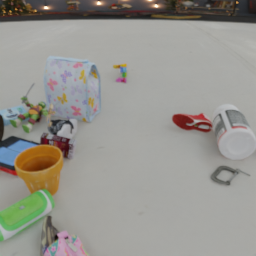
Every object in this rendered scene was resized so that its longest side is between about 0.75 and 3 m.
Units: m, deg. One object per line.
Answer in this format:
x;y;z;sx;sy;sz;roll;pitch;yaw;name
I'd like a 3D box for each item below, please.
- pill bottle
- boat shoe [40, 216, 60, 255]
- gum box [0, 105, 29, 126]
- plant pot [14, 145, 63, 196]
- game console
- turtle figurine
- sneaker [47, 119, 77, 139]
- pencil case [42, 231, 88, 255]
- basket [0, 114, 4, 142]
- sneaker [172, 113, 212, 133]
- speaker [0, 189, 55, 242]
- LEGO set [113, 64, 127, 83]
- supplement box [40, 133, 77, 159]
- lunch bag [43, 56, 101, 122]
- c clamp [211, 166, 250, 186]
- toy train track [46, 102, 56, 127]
4.214;0.070;11.425;1.377;1.377;2.418;4;31;6;pill bottle
-2.092;2.941;7.538;0.471;0.478;1.284;6;33;-16;boat shoe
-5.678;-0.586;13.590;1.414;0.315;1.201;-18;35;-28;gum box
-2.784;1.500;9.052;1.452;1.329;1.452;-1;30;0;plant pot
-4.386;0.990;10.899;2.223;0.345;1.966;13;33;20;game console
-4.366;-0.862;12.716;1.991;1.433;1.931;-26;27;46;turtle figurine
-2.922;0.136;11.856;1.148;0.761;2.017;0;17;7;sneaker
-1.091;3.399;6.206;0.993;0.993;2.271;-18;36;-27;pencil case
-6.457;0.008;11.470;2.260;1.537;2.038;2;16;-5;basket
2.966;-0.342;12.992;1.829;0.717;1.057;19;25;8;sneaker
-3.017;2.463;8.007;0.770;0.770;1.740;26;39;37;speaker
-0.548;-3.740;18.429;0.912;0.848;2.222;0;29;0;LEGO set
-2.697;0.699;10.775;1.311;0.714;0.399;13;30;-2;supplement box
-2.595;-1.952;13.422;2.400;2.830;1.799;8;32;15;lunch bag
3.566;1.674;9.908;1.221;0.165;1.043;-26;39;-37;c clamp
-2.527;-0.376;9.244;0.199;1.224;0.702;14;58;-11;toy train track
